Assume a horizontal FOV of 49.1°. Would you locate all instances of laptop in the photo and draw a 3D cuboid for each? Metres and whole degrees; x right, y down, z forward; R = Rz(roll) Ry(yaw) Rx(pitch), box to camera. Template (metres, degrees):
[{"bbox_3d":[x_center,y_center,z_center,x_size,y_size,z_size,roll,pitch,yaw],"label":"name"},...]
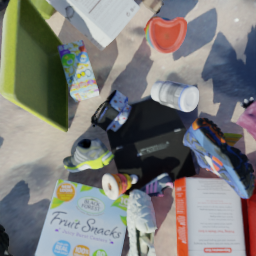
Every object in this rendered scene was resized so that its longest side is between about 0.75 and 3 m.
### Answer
[{"bbox_3d":[0.542,0.417,7.714,1.982,1.227,2.116,-17,103,-1],"label":"laptop"}]

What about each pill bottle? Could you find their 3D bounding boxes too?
[{"bbox_3d":[1.107,-0.807,6.817,1.088,0.619,0.619,24,72,46],"label":"pill bottle"}]

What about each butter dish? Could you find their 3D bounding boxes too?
[{"bbox_3d":[3.890,2.472,6.101,2.573,1.907,2.580,2,79,8],"label":"butter dish"}]

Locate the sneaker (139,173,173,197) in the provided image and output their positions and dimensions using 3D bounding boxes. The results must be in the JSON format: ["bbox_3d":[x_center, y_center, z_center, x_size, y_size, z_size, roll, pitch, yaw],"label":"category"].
[{"bbox_3d":[0.630,1.565,6.887,1.052,0.369,0.432,-37,62,7],"label":"sneaker"}]

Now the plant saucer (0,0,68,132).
[{"bbox_3d":[-2.327,-1.445,7.022,0.645,2.693,2.689,-7,74,9],"label":"plant saucer"}]

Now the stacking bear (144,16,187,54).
[{"bbox_3d":[0.893,-2.704,7.876,0.986,1.623,0.923,-4,118,-8],"label":"stacking bear"}]

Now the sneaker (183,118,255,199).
[{"bbox_3d":[2.085,0.732,6.437,0.789,0.822,2.095,-31,81,-41],"label":"sneaker"}]

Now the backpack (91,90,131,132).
[{"bbox_3d":[-0.361,-0.467,7.313,0.788,1.022,0.974,31,48,-16],"label":"backpack"}]

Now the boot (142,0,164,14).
[{"bbox_3d":[0.609,-3.786,7.860,0.466,1.326,0.970,-42,88,5],"label":"boot"}]

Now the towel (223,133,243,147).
[{"bbox_3d":[2.363,0.516,7.037,0.498,1.158,0.105,5,51,-14],"label":"towel"}]

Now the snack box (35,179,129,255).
[{"bbox_3d":[-1.110,2.738,6.561,1.878,0.700,2.641,15,68,-6],"label":"snack box"}]

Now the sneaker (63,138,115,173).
[{"bbox_3d":[-1.080,0.636,6.986,0.640,1.733,0.701,-37,105,-47],"label":"sneaker"}]

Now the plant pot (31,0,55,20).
[{"bbox_3d":[-2.621,-4.104,8.511,1.397,1.397,1.327,18,91,5],"label":"plant pot"}]

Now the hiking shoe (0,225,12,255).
[{"bbox_3d":[-3.171,3.363,6.608,0.902,0.774,2.081,-32,61,7],"label":"hiking shoe"}]

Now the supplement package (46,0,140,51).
[{"bbox_3d":[-1.063,-3.512,7.795,2.258,1.320,1.324,40,81,-16],"label":"supplement package"}]

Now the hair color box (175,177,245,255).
[{"bbox_3d":[1.922,2.639,6.651,1.425,0.860,2.807,4,73,-8],"label":"hair color box"}]

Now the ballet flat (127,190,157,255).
[{"bbox_3d":[0.391,2.462,6.340,0.740,0.740,2.064,-1,86,0],"label":"ballet flat"}]

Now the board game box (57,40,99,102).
[{"bbox_3d":[-1.391,-1.591,7.930,0.744,0.757,1.444,-17,81,-4],"label":"board game box"}]

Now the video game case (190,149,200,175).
[{"bbox_3d":[1.406,0.755,7.670,1.166,0.111,0.833,11,75,2],"label":"video game case"}]

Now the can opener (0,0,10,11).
[{"bbox_3d":[-4.397,-3.640,8.676,1.988,0.782,0.630,-36,90,-1],"label":"can opener"}]

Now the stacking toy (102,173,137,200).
[{"bbox_3d":[-0.133,1.292,6.707,0.856,0.625,0.625,-14,72,-34],"label":"stacking toy"}]

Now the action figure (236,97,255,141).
[{"bbox_3d":[3.667,0.563,6.461,1.914,2.127,2.857,-27,67,-3],"label":"action figure"}]
